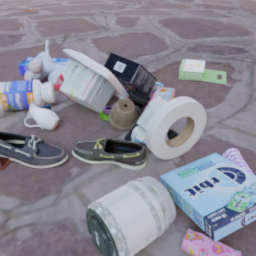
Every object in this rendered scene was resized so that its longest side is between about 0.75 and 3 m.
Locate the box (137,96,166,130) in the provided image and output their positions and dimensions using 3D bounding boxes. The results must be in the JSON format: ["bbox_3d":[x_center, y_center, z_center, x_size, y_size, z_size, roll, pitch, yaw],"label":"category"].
[{"bbox_3d":[0.954,-0.511,10.322,0.653,1.000,0.995,36,32,6],"label":"box"}]

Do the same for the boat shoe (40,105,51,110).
[{"bbox_3d":[-3.733,-0.769,12.195,0.771,0.265,0.325,-19,0,16],"label":"boat shoe"}]

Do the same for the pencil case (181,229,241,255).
[{"bbox_3d":[2.006,2.995,6.791,1.399,0.612,0.612,17,38,23],"label":"pencil case"}]

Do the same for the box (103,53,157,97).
[{"bbox_3d":[0.072,-2.472,13.129,1.919,0.999,1.747,30,4,34],"label":"box"}]

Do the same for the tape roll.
[{"bbox_3d":[1.637,0.055,9.485,2.319,2.319,0.424,-17,39,-24],"label":"tape roll"}]

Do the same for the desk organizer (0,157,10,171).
[{"bbox_3d":[-4.853,1.064,9.694,1.304,0.502,0.468,6,34,9],"label":"desk organizer"}]

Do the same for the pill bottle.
[{"bbox_3d":[-4.595,-1.499,12.767,2.340,1.311,1.311,-6,34,-8],"label":"pill bottle"}]

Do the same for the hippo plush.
[{"bbox_3d":[-4.195,-2.928,15.006,1.921,1.903,2.390,28,48,-11],"label":"hippo plush"}]

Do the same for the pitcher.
[{"bbox_3d":[-3.578,-0.321,11.520,1.257,1.078,0.762,30,15,0],"label":"pitcher"}]

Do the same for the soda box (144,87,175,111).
[{"bbox_3d":[1.384,-0.858,12.196,0.808,0.869,2.541,9,35,18],"label":"soda box"}]

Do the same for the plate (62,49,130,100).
[{"bbox_3d":[-1.256,-2.356,12.693,2.878,2.884,0.466,35,87,27],"label":"plate"}]

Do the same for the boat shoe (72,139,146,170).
[{"bbox_3d":[-0.693,0.752,9.839,2.742,0.826,0.977,8,39,12],"label":"boat shoe"}]

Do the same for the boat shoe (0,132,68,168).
[{"bbox_3d":[-3.506,0.707,9.882,2.790,0.875,1.014,8,34,11],"label":"boat shoe"}]

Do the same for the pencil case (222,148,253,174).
[{"bbox_3d":[3.632,1.344,9.219,0.650,0.662,1.548,-37,28,20],"label":"pencil case"}]

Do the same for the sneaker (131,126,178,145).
[{"bbox_3d":[1.106,0.399,10.609,2.016,0.730,0.724,11,49,-9],"label":"sneaker"}]

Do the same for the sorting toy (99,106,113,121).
[{"bbox_3d":[-0.435,-0.709,12.117,1.716,0.705,1.031,18,36,24],"label":"sorting toy"}]

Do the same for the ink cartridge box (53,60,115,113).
[{"bbox_3d":[-1.932,-1.856,12.665,2.079,1.504,1.511,26,83,32],"label":"ink cartridge box"}]

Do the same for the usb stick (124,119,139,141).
[{"bbox_3d":[0.281,0.066,11.229,0.271,0.461,1.663,21,38,14],"label":"usb stick"}]

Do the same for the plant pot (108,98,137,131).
[{"bbox_3d":[-0.170,-0.616,11.341,1.202,1.043,1.202,3,61,-6],"label":"plant pot"}]

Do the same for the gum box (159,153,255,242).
[{"bbox_3d":[2.470,1.768,7.951,2.166,0.568,2.549,-19,24,-18],"label":"gum box"}]

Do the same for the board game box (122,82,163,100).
[{"bbox_3d":[0.663,-2.124,14.489,1.943,0.435,1.306,26,42,33],"label":"board game box"}]

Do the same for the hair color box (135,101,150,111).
[{"bbox_3d":[0.747,-1.049,13.064,0.804,0.244,0.398,-8,34,-11],"label":"hair color box"}]

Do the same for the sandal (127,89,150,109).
[{"bbox_3d":[0.359,-1.182,12.211,1.056,0.634,2.811,22,13,0],"label":"sandal"}]

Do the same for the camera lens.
[{"bbox_3d":[0.029,2.249,6.999,1.919,1.535,1.535,-23,40,-30],"label":"camera lens"}]

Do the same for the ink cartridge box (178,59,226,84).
[{"bbox_3d":[4.302,-3.256,16.055,2.608,0.625,1.897,7,34,14],"label":"ink cartridge box"}]

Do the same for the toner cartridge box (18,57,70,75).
[{"bbox_3d":[-4.744,-3.606,16.497,2.961,0.639,1.407,3,34,5],"label":"toner cartridge box"}]
